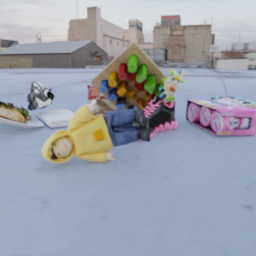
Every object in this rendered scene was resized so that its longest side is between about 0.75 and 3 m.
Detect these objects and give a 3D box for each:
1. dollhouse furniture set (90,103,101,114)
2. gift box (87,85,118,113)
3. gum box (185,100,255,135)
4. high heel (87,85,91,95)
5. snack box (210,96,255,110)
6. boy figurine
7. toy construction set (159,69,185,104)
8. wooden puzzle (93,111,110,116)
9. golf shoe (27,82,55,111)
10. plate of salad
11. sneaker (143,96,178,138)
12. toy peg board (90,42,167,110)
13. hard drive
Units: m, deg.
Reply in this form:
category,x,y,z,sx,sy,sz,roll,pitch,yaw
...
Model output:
category,x,y,z,sx,sy,sz,roll,pitch,yaw
dollhouse furniture set,-1.679,-0.653,12.237,1.029,0.502,0.878,-40,10,51
gift box,-0.732,-1.595,12.846,1.477,1.600,1.494,7,-21,34
gum box,3.441,-0.437,10.524,1.530,0.892,2.697,-1,14,-13
high heel,-1.896,-1.801,13.416,0.368,0.258,0.765,38,22,-15
snack box,5.421,-1.246,14.505,1.391,0.444,2.394,-2,15,-9
boy figurine,-0.880,0.148,7.093,2.708,1.684,0.872,-14,20,-11
toy construction set,1.469,-1.387,9.389,0.692,0.986,1.503,43,29,-9
wooden puzzle,-1.167,-0.516,12.046,1.394,0.323,1.291,13,20,40
golf shoe,-3.684,-1.362,12.058,1.075,0.885,2.276,-3,32,-11
plate of salad,-4.428,-0.599,10.571,2.596,0.624,2.596,18,5,-2
sneaker,0.803,-0.454,9.858,1.112,1.342,2.814,19,24,36
toy peg board,0.134,-1.468,10.685,2.387,2.397,1.172,-36,25,25
hard drive,-2.860,-0.418,11.694,1.435,0.276,2.175,-7,17,-30
